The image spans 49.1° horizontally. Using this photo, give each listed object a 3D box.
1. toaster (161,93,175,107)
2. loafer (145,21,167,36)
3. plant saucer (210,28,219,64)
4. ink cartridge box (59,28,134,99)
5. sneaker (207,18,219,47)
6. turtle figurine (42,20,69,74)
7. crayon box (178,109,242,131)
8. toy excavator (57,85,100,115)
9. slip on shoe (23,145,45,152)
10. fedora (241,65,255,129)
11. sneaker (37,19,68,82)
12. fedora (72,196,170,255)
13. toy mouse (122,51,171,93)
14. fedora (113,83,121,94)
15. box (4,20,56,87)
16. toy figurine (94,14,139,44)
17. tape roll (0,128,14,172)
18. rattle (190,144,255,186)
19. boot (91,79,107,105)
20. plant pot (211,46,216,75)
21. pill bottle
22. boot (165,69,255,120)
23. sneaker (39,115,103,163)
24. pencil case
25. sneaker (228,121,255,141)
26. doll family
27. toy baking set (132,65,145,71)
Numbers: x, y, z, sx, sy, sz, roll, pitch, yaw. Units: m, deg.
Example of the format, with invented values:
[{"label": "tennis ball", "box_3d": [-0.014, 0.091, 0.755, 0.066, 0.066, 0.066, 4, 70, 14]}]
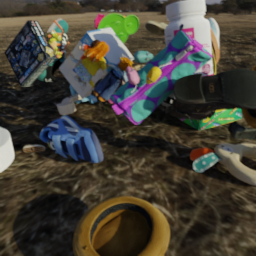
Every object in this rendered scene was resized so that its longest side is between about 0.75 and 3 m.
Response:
[{"label": "toaster", "box_3d": [2.373, -1.767, 13.419, 1.530, 1.383, 0.908, -23, 37, -37]}, {"label": "loafer", "box_3d": [1.159, -3.757, 10.530, 1.094, 0.414, 0.374, 16, 53, -11]}, {"label": "plant saucer", "box_3d": [2.995, -3.749, 12.031, 0.416, 2.575, 2.575, -35, 35, -8]}, {"label": "ink cartridge box", "box_3d": [-1.313, -2.600, 11.342, 2.247, 1.625, 1.654, -37, 1, 39]}, {"label": "sneaker", "box_3d": [3.754, -4.218, 13.020, 0.756, 1.844, 0.682, -5, -5, -28]}, {"label": "turtle figurine", "box_3d": [-2.845, -2.833, 9.852, 0.654, 1.639, 2.032, 33, -13, 0]}, {"label": "crayon box", "box_3d": [3.500, -0.702, 11.958, 2.442, 0.711, 1.450, -14, 29, -25]}, {"label": "toy excavator", "box_3d": [-2.332, -1.556, 13.400, 2.597, 1.297, 2.525, -25, 32, -18]}, {"label": "slip on shoe", "box_3d": [-3.234, 0.686, 9.670, 0.763, 0.290, 0.231, -7, 33, 3]}, {"label": "fedora", "box_3d": [3.833, -0.891, 7.517, 0.807, 1.980, 1.980, 8, 25, -10]}, {"label": "sneaker", "box_3d": [-3.038, -3.233, 11.961, 1.148, 2.874, 1.026, 21, -10, 1]}, {"label": "fedora", "box_3d": [-0.120, 2.324, 5.727, 2.038, 0.831, 2.038, -1, 31, 1]}, {"label": "toy mouse", "box_3d": [0.248, -1.398, 6.508, 1.021, 1.148, 0.222, 40, 13, -4]}, {"label": "fedora", "box_3d": [-0.361, -1.700, 13.949, 1.835, 0.748, 1.835, 1, 29, -1]}, {"label": "box", "box_3d": [-2.249, -1.654, 6.353, 1.217, 0.967, 0.280, -33, -7, 35]}, {"label": "toy figurine", "box_3d": [-0.761, -4.811, 12.985, 2.024, 1.519, 1.863, -26, 41, -8]}, {"label": "tape roll", "box_3d": [-4.872, 0.786, 8.841, 2.325, 0.813, 2.325, 0, 26, 0]}, {"label": "rattle", "box_3d": [3.364, 0.515, 8.228, 2.840, 2.029, 1.849, 18, 51, 19]}, {"label": "boot", "box_3d": [-0.920, -1.289, 10.034, 0.683, 0.785, 0.272, 31, -8, -32]}, {"label": "plant pot", "box_3d": [2.463, -2.644, 10.671, 1.232, 1.736, 1.736, -12, 17, 33]}, {"label": "pill bottle", "box_3d": [1.932, -2.667, 9.014, 1.428, 2.519, 1.428, -8, 14, 2]}, {"label": "boot", "box_3d": [2.242, -0.690, 7.294, 2.560, 0.886, 2.229, 5, -11, 10]}, {"label": "sneaker", "box_3d": [-1.886, 0.512, 9.225, 1.212, 1.090, 2.947, -25, 30, -32]}, {"label": "pencil case", "box_3d": [0.766, -1.256, 7.091, 1.108, 2.604, 1.203, 49, 14, 4]}, {"label": "sneaker", "box_3d": [3.304, 0.063, 8.079, 1.035, 0.395, 0.593, 2, 33, -25]}, {"label": "doll family", "box_3d": [-0.693, -1.771, 8.971, 2.588, 1.606, 1.166, 40, 23, -3]}, {"label": "toy baking set", "box_3d": [1.134, -4.137, 19.530, 1.400, 0.212, 1.824, 17, 31, 25]}]
